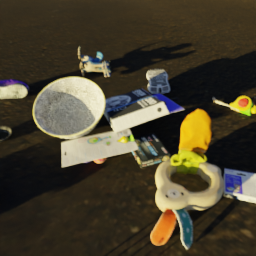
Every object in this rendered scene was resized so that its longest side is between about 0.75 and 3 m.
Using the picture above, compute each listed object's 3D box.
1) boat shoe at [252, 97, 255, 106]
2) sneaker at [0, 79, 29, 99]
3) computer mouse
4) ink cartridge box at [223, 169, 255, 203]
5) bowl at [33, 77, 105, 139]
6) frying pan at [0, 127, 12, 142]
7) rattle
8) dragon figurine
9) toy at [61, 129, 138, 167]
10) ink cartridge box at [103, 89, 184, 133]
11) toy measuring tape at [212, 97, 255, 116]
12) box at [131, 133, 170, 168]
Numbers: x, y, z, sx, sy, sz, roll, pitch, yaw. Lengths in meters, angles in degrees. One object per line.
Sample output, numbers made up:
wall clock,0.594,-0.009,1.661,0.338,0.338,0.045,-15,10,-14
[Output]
boat shoe,5.591,-0.906,11.194,0.586,0.585,1.665,-6,33,-8
sneaker,-5.440,-1.776,12.424,2.105,0.732,1.047,3,30,-5
computer mouse,1.400,-1.737,12.459,1.498,0.599,2.733,-4,40,3
ink cartridge box,3.157,1.601,7.800,0.961,0.211,0.970,9,37,13
bowl,-1.926,-0.477,9.681,2.386,1.120,2.386,-1,60,3
frying pan,-4.596,0.411,9.550,0.893,0.240,1.477,8,37,13
rattle,1.487,1.193,6.898,1.899,2.083,2.916,35,39,17
dragon figurine,-1.778,-3.412,14.618,1.486,0.880,2.990,-10,36,-13
toy,-0.896,0.723,8.765,2.268,0.535,1.306,-15,31,-6
ink cartridge box,0.384,-0.839,10.301,2.544,0.552,2.521,-18,23,-9
toy measuring tape,4.353,-1.055,11.325,1.826,0.672,0.672,29,43,36
box,0.636,0.709,9.052,0.991,0.287,1.247,-11,36,-16
